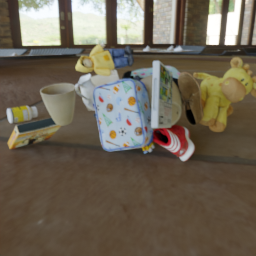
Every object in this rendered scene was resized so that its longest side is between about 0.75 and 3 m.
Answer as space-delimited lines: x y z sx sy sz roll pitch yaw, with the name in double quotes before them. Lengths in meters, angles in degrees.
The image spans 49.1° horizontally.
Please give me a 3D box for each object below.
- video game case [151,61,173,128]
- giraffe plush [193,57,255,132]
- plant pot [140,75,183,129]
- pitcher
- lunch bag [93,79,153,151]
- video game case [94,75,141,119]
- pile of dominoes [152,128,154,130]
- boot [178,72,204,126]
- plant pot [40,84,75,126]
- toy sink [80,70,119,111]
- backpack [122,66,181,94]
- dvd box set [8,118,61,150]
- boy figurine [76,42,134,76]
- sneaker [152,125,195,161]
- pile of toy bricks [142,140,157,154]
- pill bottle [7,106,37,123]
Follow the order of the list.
"video game case" 1.026 -0.883 8.259 0.214 1.776 1.949 2 1 20
"giraffe plush" 4.127 -1.509 11.674 2.457 2.848 2.309 29 -31 -26
"plant pot" 1.164 -0.750 10.114 2.024 2.024 1.358 -7 32 -19
"pitcher" -1.440 -1.201 10.247 0.752 1.241 1.065 -11 28 31
"lunch bag" -0.234 -0.455 9.556 1.958 2.444 0.923 -10 -1 31
"video game case" 0.047 -0.697 10.775 2.272 1.623 0.216 -41 28 12
"pile of dominoes" 0.274 -0.305 13.045 2.123 0.434 2.724 13 24 31
"boot" 2.156 -0.989 9.709 0.702 1.907 0.720 -10 19 33
"plant pot" -2.195 -0.712 9.108 1.101 1.175 1.101 -3 26 1
"toy sink" -1.054 -1.516 11.485 1.609 0.902 1.049 -18 59 2
"backpack" 1.112 -1.639 11.601 2.487 2.075 1.574 -6 41 7
"dvd box set" -3.369 0.193 10.104 1.585 0.319 2.167 -16 -9 -34
"boy figurine" -0.777 -2.147 8.770 1.787 1.111 0.576 -12 -5 -16
"sneaker" 1.495 0.182 10.171 1.368 0.928 2.369 33 10 -16
"pile of toy bricks" 0.779 0.352 10.340 1.232 0.608 0.684 -48 11 -36
"pill bottle" -5.136 -0.673 13.629 1.297 0.722 0.722 -13 24 -34
